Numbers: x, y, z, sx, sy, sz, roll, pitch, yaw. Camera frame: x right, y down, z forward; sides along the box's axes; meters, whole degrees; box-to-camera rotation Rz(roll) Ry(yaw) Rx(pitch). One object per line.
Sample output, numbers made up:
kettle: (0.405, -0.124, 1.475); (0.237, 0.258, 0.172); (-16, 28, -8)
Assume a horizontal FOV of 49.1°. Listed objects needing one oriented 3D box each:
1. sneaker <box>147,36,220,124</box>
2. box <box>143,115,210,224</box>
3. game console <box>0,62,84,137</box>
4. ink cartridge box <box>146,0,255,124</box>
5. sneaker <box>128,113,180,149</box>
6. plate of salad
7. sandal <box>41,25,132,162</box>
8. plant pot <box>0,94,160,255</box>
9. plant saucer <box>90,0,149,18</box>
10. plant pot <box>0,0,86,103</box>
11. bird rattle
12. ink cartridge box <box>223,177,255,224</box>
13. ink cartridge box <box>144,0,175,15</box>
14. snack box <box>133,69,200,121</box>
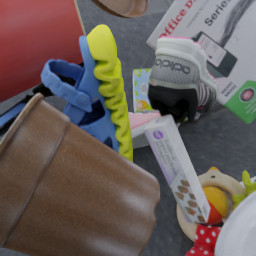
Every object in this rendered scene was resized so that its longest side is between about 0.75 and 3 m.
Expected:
sneaker: (0.995, -0.601, 5.242); (0.990, 2.684, 1.174); (22, 87, 25)
box: (0.875, 0.753, 4.783); (0.387, 2.000, 0.414); (-14, 22, 32)
game console: (-2.028, -0.605, 6.143); (1.651, 0.337, 2.800); (-1, 38, 51)
ink cartridge box: (2.252, -1.906, 6.388); (2.998, 2.188, 1.260); (39, 22, 5)
sneaker: (-0.145, -0.162, 7.570); (2.889, 1.087, 1.510); (-20, 65, -7)
plate of salad: (1.923, 1.480, 3.804); (1.812, 1.812, 0.435); (-17, 21, -10)
sandal: (-0.625, -0.231, 5.027); (1.292, 2.967, 1.179); (-10, 27, 2)
plant pot: (-0.835, 0.963, 3.971); (2.099, 2.121, 2.121); (30, 60, -13)
plant saucer: (-0.374, -2.812, 5.390); (1.799, 0.329, 1.799); (18, 59, -33)
plant pot: (-2.171, -2.018, 5.600); (2.412, 2.726, 2.726); (-18, 60, -6)
bird rattle: (2.021, 2.049, 6.251); (2.599, 1.464, 2.119); (-49, 42, 5)
ink cartridge box: (2.884, 1.753, 6.753); (1.463, 0.496, 0.849); (-17, 60, -10)
ink cartridge box: (0.788, -4.037, 7.484); (2.494, 2.489, 0.506); (9, 80, 35)
snack box: (1.101, -1.003, 8.372); (1.878, 0.635, 1.584); (-3, 59, 0)
